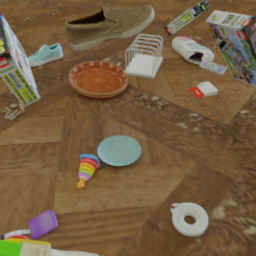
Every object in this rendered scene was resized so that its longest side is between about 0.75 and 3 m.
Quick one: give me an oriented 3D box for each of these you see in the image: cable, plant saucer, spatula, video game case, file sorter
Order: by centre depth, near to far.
[{"bbox_3d":[-2.953,2.744,7.133,2.261,0.232,0.639,-17,41,-19],"label":"spatula"},{"bbox_3d":[1.633,2.434,7.443,0.934,0.323,0.934,-5,40,-8],"label":"cable"},{"bbox_3d":[-0.297,0.830,9.444,1.464,0.282,1.464,0,40,0],"label":"plant saucer"},{"bbox_3d":[3.077,-2.192,10.115,0.857,0.077,0.614,26,44,17],"label":"video game case"},{"bbox_3d":[-1.352,-2.195,12.838,2.660,0.429,2.660,5,43,-5],"label":"plant saucer"},{"bbox_3d":[0.840,-3.694,14.157,1.515,1.359,2.183,11,40,13],"label":"file sorter"}]

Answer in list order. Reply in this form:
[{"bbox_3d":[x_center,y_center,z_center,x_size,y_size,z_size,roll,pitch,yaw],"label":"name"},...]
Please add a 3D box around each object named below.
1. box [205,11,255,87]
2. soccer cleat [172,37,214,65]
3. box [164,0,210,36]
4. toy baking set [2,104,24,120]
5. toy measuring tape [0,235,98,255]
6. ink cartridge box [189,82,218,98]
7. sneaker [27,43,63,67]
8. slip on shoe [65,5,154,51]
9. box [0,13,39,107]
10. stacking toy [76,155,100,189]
[{"bbox_3d":[3.557,-2.316,8.622,0.478,2.756,1.517,-49,41,0],"label":"box"},{"bbox_3d":[3.246,-4.142,15.002,1.202,0.973,2.784,-30,48,-31],"label":"soccer cleat"},{"bbox_3d":[1.650,-3.034,7.670,0.840,0.265,1.527,-26,13,42],"label":"box"},{"bbox_3d":[-4.642,-0.644,11.399,0.827,0.125,1.078,-27,46,-25],"label":"toy baking set"},{"bbox_3d":[-2.038,3.115,6.398,2.951,1.086,1.086,15,36,-17],"label":"toy measuring tape"},{"bbox_3d":[3.374,-1.725,12.620,1.021,0.291,0.830,-7,40,-16],"label":"ink cartridge box"},{"bbox_3d":[-4.543,-3.953,14.828,2.191,0.898,0.810,-31,47,-33],"label":"sneaker"},{"bbox_3d":[-0.597,-3.460,9.051,2.966,0.899,1.128,-18,50,1],"label":"slip on shoe"},{"bbox_3d":[-3.310,-2.036,7.882,0.494,1.566,2.845,-27,47,-5],"label":"box"},{"bbox_3d":[-1.313,1.405,8.612,0.619,0.585,1.066,7,51,13],"label":"stacking toy"}]
